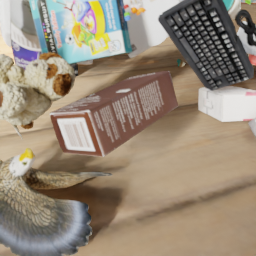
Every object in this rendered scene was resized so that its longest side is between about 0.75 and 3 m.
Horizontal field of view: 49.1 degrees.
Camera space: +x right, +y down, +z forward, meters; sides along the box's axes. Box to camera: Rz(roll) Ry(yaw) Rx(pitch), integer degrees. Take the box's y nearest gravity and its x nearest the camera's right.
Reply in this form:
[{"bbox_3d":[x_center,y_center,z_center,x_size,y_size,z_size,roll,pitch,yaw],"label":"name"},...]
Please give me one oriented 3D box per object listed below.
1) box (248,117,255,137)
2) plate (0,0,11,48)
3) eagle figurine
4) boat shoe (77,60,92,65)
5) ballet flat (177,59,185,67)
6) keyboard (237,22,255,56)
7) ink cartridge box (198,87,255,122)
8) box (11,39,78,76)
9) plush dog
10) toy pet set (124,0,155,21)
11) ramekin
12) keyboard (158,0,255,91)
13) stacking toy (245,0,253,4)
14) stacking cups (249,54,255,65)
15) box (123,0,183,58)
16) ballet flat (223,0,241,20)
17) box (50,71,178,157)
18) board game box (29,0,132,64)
[{"bbox_3d":[2.659,-0.217,3.913,1.160,1.464,0.354,17,44,-29],"label":"box"},{"bbox_3d":[-3.386,-3.249,7.732,0.278,1.721,1.718,-2,4,-23],"label":"plate"},{"bbox_3d":[-1.879,1.046,5.175,2.057,2.711,2.046,-59,13,-17],"label":"eagle figurine"},{"bbox_3d":[-2.830,-3.625,14.014,2.111,0.716,0.757,7,30,12],"label":"boat shoe"},{"bbox_3d":[2.599,-3.172,13.730,0.320,0.300,0.886,18,25,-6],"label":"ballet flat"},{"bbox_3d":[3.855,-1.905,6.798,2.457,0.691,0.131,20,28,10],"label":"keyboard"},{"bbox_3d":[3.113,-0.778,8.552,1.357,0.767,1.852,-3,14,-6],"label":"ink cartridge box"},{"bbox_3d":[-3.692,-3.318,12.169,2.850,2.011,1.124,16,33,27],"label":"box"},{"bbox_3d":[-1.469,-0.652,4.614,1.304,1.218,1.519,-32,45,-2],"label":"plush dog"},{"bbox_3d":[0.188,-2.318,4.808,0.768,0.437,0.822,-22,36,13],"label":"toy pet set"},{"bbox_3d":[-3.162,-4.066,9.670,2.616,2.616,1.373,-8,7,-14],"label":"ramekin"},{"bbox_3d":[1.937,-1.735,5.836,1.613,2.686,0.345,-22,53,28],"label":"keyboard"},{"bbox_3d":[3.037,-4.138,9.935,2.042,2.709,0.636,39,56,17],"label":"stacking toy"},{"bbox_3d":[3.567,-2.915,6.788,0.845,2.792,0.845,4,38,-3],"label":"stacking cups"},{"bbox_3d":[0.531,-3.845,8.694,2.282,2.294,1.499,-23,25,33],"label":"box"},{"bbox_3d":[2.836,-3.402,8.140,0.702,0.702,2.021,-4,14,-7],"label":"ballet flat"},{"bbox_3d":[-0.151,-0.318,4.889,1.049,0.785,2.095,-1,22,43],"label":"box"},{"bbox_3d":[-1.204,-2.566,7.012,2.334,1.762,0.548,-5,13,22],"label":"board game box"}]
